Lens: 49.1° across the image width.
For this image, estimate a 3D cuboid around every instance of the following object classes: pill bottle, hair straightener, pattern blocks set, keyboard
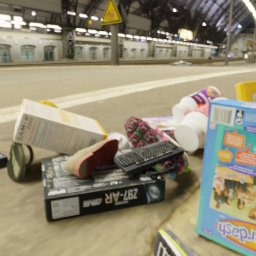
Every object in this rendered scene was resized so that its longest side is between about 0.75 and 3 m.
[{"bbox_3d":[2.824,-0.102,10.088,2.395,1.344,1.344,-27,29,-34],"label":"pill bottle"},{"bbox_3d":[1.488,0.489,10.011,0.416,0.783,2.034,29,18,20],"label":"hair straightener"},{"bbox_3d":[1.264,1.079,8.759,1.337,0.123,1.521,23,28,25],"label":"pattern blocks set"},{"bbox_3d":[0.682,0.815,7.163,1.914,0.197,1.216,-16,40,-31],"label":"keyboard"},{"bbox_3d":[2.853,-0.891,11.619,1.966,1.095,1.095,-25,25,-20],"label":"pill bottle"}]

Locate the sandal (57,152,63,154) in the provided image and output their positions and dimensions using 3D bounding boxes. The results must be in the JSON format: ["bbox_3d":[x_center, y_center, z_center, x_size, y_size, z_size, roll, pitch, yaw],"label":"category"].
[{"bbox_3d":[-2.493,0.508,10.388,0.649,0.485,1.693,-10,20,-31],"label":"sandal"}]

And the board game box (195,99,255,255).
[{"bbox_3d":[2.348,0.971,4.913,2.067,2.718,0.611,14,19,37],"label":"board game box"}]

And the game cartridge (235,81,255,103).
[{"bbox_3d":[4.659,-0.174,8.676,2.387,2.708,0.439,-9,-2,-11],"label":"game cartridge"}]

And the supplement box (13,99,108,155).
[{"bbox_3d":[-2.220,0.075,9.160,2.689,0.989,1.694,17,13,-23],"label":"supplement box"}]

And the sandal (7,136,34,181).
[{"bbox_3d":[-3.284,0.791,8.715,0.678,0.944,2.378,18,14,-26],"label":"sandal"}]

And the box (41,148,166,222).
[{"bbox_3d":[-0.777,1.328,7.427,2.873,0.625,2.301,-6,18,-18],"label":"box"}]

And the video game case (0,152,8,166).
[{"bbox_3d":[-5.468,1.018,8.975,2.433,0.310,2.199,15,23,40],"label":"video game case"}]

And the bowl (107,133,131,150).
[{"bbox_3d":[-0.509,0.548,9.566,1.215,0.546,1.215,-6,35,4],"label":"bowl"}]

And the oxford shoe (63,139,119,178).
[{"bbox_3d":[-0.919,0.670,7.367,0.700,0.659,1.871,9,19,30],"label":"oxford shoe"}]

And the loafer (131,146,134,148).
[{"bbox_3d":[0.190,0.779,9.189,0.335,0.293,0.931,36,48,-8],"label":"loafer"}]

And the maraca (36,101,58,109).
[{"bbox_3d":[-4.332,-0.766,13.747,1.979,1.058,1.357,-4,24,29],"label":"maraca"}]

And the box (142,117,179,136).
[{"bbox_3d":[1.620,0.034,11.832,2.781,0.544,1.903,-4,17,-12],"label":"box"}]

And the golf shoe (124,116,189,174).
[{"bbox_3d":[0.844,0.491,8.533,2.299,0.835,1.059,42,18,17],"label":"golf shoe"}]

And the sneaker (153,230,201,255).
[{"bbox_3d":[1.221,2.320,4.109,0.937,0.856,2.316,-3,23,-34],"label":"sneaker"}]
